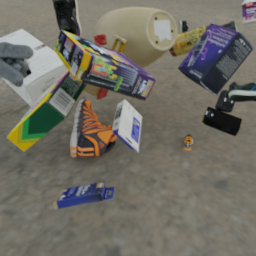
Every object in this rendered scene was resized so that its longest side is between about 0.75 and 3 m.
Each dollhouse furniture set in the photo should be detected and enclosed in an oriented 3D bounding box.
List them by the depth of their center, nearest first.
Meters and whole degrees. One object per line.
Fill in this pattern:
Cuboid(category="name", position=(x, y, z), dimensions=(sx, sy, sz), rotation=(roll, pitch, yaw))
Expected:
Cuboid(category="dollhouse furniture set", position=(-0.902, -2.047, 8.943), dimensions=(1.122, 2.085, 0.848), rotation=(29, 19, 4))

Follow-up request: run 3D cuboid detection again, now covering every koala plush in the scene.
Cuboid(category="koala plush", position=(-2.560, -1.400, 6.323), dimensions=(0.939, 0.906, 1.022), rotation=(18, -3, 2))

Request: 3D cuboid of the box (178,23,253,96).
Cuboid(category="box", position=(2.787, -2.234, 9.111), dimensions=(0.976, 1.872, 1.385), rotation=(28, 14, -36))

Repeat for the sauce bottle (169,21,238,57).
Cuboid(category="sauce bottle", position=(2.755, -3.370, 10.495), dimensions=(2.516, 0.830, 0.830), rotation=(-12, 27, 29))

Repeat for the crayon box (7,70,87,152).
Cuboid(category="crayon box", position=(-1.599, -0.505, 5.927), dimensions=(1.505, 0.509, 1.745), rotation=(-34, 23, 34))

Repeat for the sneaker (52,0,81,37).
Cuboid(category="sneaker", position=(-2.314, -4.215, 10.530), dimensions=(0.889, 2.347, 1.028), rotation=(-7, 46, 8))

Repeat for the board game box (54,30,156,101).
Cuboid(category="board game box", position=(-0.454, -1.102, 4.816), dimensions=(1.301, 0.446, 1.574), rotation=(11, 23, -32))

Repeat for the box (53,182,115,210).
Cuboid(category="box", position=(-0.924, 1.440, 6.091), dimensions=(1.234, 0.200, 0.747), rotation=(-10, 8, 1))

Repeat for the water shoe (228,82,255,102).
Cuboid(category="water shoe", position=(2.698, -0.788, 5.915), dimensions=(1.097, 0.392, 0.433), rotation=(4, 64, 5))

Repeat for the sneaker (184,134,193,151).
Cuboid(category="sneaker", position=(2.092, 0.439, 9.657), dimensions=(0.312, 0.308, 0.798), rotation=(5, 33, 10))

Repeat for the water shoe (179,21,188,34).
Cuboid(category="water shoe", position=(2.287, -3.940, 11.365), dimensions=(0.352, 0.891, 0.319), rotation=(-8, 61, 15))

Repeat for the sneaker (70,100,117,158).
Cuboid(category="sneaker", position=(-1.116, 0.027, 9.807), dimensions=(1.509, 1.045, 2.693), rotation=(2, 45, -4))

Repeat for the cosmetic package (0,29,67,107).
Cuboid(category="cosmetic package", position=(-3.103, -1.901, 8.706), dimensions=(1.500, 1.092, 2.951), rotation=(-37, 56, -25))

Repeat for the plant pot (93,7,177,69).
Cuboid(category="plant pot", position=(0.408, -3.168, 9.765), dimensions=(2.447, 2.447, 2.613), rotation=(-20, 16, -27))

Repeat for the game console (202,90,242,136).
Cuboid(category="game console", position=(2.694, -0.500, 7.727), dimensions=(0.961, 0.196, 1.629), rotation=(23, 50, 13))

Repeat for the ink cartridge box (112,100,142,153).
Cuboid(category="ink cartridge box", position=(-0.021, -0.024, 7.602), dimensions=(0.320, 0.811, 1.630), rotation=(-32, 27, 26))

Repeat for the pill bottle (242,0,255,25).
Cuboid(category="pill bottle", position=(4.191, -4.085, 9.616), dimensions=(0.520, 0.932, 0.520), rotation=(-8, 9, 1))
